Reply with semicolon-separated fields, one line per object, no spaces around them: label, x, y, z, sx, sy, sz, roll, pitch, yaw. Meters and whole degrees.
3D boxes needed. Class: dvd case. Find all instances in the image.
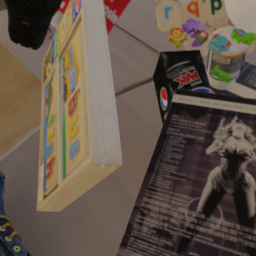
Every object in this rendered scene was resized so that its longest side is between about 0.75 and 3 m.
dvd case;0.740;0.434;2.114;1.234;0.133;1.660;11;60;21

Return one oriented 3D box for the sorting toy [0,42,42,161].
sorting toy;-2.385;-0.266;3.517;2.132;0.746;2.145;45;63;-1

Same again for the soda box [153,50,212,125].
soda box;0.912;-0.130;4.214;0.659;0.736;2.080;-5;67;-9

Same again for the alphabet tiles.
alphabet tiles;1.951;-2.935;6.331;2.707;2.648;0.198;-7;1;-3

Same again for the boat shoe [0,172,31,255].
boat shoe;-2.204;1.880;4.707;1.283;1.000;2.826;-1;51;-2

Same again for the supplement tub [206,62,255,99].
supplement tub;2.976;-0.676;6.829;2.265;1.589;1.589;33;53;29

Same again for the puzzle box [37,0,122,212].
puzzle box;-0.578;-0.306;2.789;0.251;1.313;1.974;11;56;-30

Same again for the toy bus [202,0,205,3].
toy bus;2.588;-3.600;7.653;1.387;0.717;1.309;1;14;-12

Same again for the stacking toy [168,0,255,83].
stacking toy;1.056;-1.226;3.736;0.279;0.894;1.186;-42;73;-15

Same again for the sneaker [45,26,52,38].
sneaker;-3.303;-3.967;11.087;0.628;0.521;1.318;-22;49;-36

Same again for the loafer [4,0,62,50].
loafer;-1.700;-2.405;5.052;0.966;2.844;0.998;16;76;-21

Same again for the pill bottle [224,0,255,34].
pill bottle;2.970;-2.319;4.525;2.634;1.576;1.576;-18;47;-22

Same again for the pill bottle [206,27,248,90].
pill bottle;1.800;-1.245;5.200;0.647;1.112;0.647;-5;61;9

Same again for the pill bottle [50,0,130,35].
pill bottle;-0.726;-3.452;7.070;1.532;2.730;1.532;34;10;-7
